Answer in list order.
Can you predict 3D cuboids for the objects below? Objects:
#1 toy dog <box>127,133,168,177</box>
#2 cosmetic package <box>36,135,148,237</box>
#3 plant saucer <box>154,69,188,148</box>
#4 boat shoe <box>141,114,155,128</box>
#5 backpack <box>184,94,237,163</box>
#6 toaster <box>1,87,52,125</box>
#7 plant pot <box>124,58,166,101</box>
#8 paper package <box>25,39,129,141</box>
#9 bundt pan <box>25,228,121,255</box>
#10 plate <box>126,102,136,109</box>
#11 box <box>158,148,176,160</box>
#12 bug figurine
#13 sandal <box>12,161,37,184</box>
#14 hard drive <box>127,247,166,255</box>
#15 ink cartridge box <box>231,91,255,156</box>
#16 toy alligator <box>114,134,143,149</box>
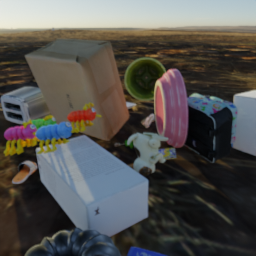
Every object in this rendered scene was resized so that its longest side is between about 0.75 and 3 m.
[{"bbox_3d":[0.388,0.584,5.923,0.872,0.900,0.628,4,6,-34],"label":"toy dog"},{"bbox_3d":[-0.863,1.111,5.932,1.306,0.917,2.574,-16,27,-31],"label":"cosmetic package"},{"bbox_3d":[1.165,-0.539,8.119,0.573,2.262,2.262,-4,22,-4],"label":"plant saucer"},{"bbox_3d":[0.764,-0.257,10.285,0.346,0.301,0.940,-34,3,27],"label":"boat shoe"},{"bbox_3d":[2.091,-0.116,7.917,1.380,1.628,1.833,-27,34,-27],"label":"backpack"},{"bbox_3d":[-3.743,-0.815,10.509,2.057,1.169,1.329,14,29,31],"label":"toaster"},{"bbox_3d":[0.881,-2.435,13.754,1.972,1.972,1.873,2,14,4],"label":"plant pot"},{"bbox_3d":[-1.598,-1.290,9.154,2.673,2.804,1.451,15,45,35],"label":"paper package"},{"bbox_3d":[-0.832,1.993,3.796,1.698,0.637,1.698,-10,18,3],"label":"bundt pan"},{"bbox_3d":[-0.323,-0.910,11.987,0.990,0.160,0.988,14,25,41],"label":"plate"},{"bbox_3d":[0.860,0.719,7.556,0.852,0.299,0.274,-2,-9,-25],"label":"box"},{"bbox_3d":[-1.646,-0.017,6.122,1.809,0.600,2.332,-10,11,12],"label":"bug figurine"},{"bbox_3d":[-2.581,1.040,7.014,0.375,0.280,0.978,2,22,4],"label":"sandal"},{"bbox_3d":[0.330,2.457,3.513,1.325,0.255,2.008,7,23,18],"label":"hard drive"},{"bbox_3d":[4.574,-0.256,8.205,2.603,1.673,1.630,-13,19,-30],"label":"ink cartridge box"},{"bbox_3d":[0.166,0.470,8.441,1.165,0.345,0.316,-18,60,1],"label":"toy alligator"}]
